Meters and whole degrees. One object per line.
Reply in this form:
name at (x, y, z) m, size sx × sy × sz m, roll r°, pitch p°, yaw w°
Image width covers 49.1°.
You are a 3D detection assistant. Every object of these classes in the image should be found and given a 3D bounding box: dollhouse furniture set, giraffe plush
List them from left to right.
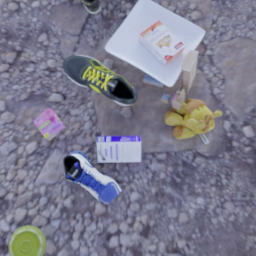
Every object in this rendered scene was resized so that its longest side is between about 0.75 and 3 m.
dollhouse furniture set at (1.265, -1.959, 9.982) m, size 1.969 × 1.285 × 1.858 m, roll 19°, pitch 69°, yaw 18°
giraffe plush at (2.311, -0.326, 9.667) m, size 1.883 × 1.527 × 1.624 m, roll 42°, pitch 79°, yaw 10°

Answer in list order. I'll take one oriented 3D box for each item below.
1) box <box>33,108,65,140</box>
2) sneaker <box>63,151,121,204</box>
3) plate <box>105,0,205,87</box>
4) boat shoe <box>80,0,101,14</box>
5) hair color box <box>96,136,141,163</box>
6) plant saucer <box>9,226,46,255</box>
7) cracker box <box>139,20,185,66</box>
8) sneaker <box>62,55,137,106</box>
box at (-2.847, -0.130, 10.111) m, size 0.749 × 0.412 × 0.852 m, roll -40°, pitch 76°, yaw 1°
sneaker at (-1.390, 1.662, 9.186) m, size 2.256 × 1.303 × 0.911 m, roll 41°, pitch 96°, yaw 12°
plate at (1.003, -3.148, 10.348) m, size 2.816 × 0.455 × 2.810 m, roll 31°, pitch 73°, yaw 5°
boat shoe at (-1.913, -5.685, 11.522) m, size 0.784 × 0.662 × 2.200 m, roll -39°, pitch 78°, yaw -4°
hair color box at (-0.311, 0.741, 9.720) m, size 1.517 × 0.492 × 0.829 m, roll -1°, pitch 117°, yaw -2°
plant saucer at (-3.352, 3.891, 9.246) m, size 1.244 × 0.193 × 1.244 m, roll 0°, pitch 75°, yaw -1°
cracker box at (1.226, -3.092, 10.207) m, size 0.964 × 0.415 × 1.439 m, roll -40°, pitch 80°, yaw -14°
sneaker at (-0.860, -1.706, 9.734) m, size 2.930 × 1.240 × 1.091 m, roll 25°, pitch 91°, yaw -15°
